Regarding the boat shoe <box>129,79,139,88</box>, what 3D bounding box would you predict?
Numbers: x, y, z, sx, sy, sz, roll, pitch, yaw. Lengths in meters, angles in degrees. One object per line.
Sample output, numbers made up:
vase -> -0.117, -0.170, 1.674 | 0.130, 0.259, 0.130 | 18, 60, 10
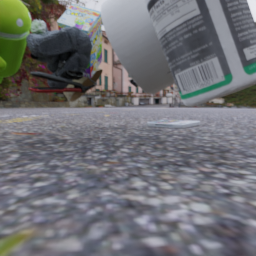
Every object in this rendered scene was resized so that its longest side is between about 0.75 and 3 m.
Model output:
boat shoe -> 0.267, -2.116, 12.533 | 0.390, 0.452, 1.243 | 32, 13, -19

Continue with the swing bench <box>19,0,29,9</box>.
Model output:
swing bench -> -3.967, -3.791, 9.260 | 0.688, 1.060, 1.054 | -13, -24, 41

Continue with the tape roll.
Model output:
tape roll -> 0.927, -2.675, 7.720 | 2.057, 2.996, 2.996 | -24, -5, 25

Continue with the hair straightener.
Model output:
hair straightener -> -1.565, -1.295, 7.208 | 0.432, 0.813, 2.113 | 14, 13, 37

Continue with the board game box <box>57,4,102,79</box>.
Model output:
board game box -> -1.724, -3.168, 10.458 | 1.186, 1.165, 2.261 | 19, -33, 9

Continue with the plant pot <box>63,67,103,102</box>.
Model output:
plant pot -> -2.306, -2.325, 12.379 | 2.024, 1.359, 2.024 | -44, 1, 1

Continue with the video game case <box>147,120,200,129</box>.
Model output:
video game case -> 2.159, -0.185, 13.204 | 1.814, 0.229, 1.991 | 4, 8, 36

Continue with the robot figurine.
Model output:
robot figurine -> -3.519, -2.425, 7.499 | 1.501, 2.595, 2.277 | 24, 37, -14

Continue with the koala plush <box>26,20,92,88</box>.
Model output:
koala plush -> -2.125, -2.250, 8.060 | 1.690, 1.631, 1.839 | -39, 43, -22

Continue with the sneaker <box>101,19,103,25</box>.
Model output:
sneaker -> -1.018, -4.228, 10.997 | 0.961, 0.340, 0.477 | 6, -5, -12

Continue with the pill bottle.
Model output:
pill bottle -> 1.308, -2.032, 5.147 | 1.671, 2.955, 1.671 | -21, 5, 2
